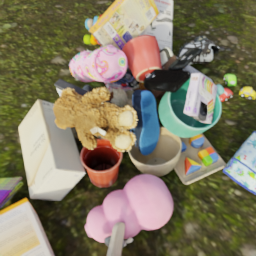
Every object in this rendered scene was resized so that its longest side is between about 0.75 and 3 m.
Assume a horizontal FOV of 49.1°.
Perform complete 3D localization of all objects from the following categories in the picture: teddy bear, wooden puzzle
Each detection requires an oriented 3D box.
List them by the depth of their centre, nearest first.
[{"bbox_3d":[-0.885,-0.273,8.062,2.667,1.934,0.890,2,27,33],"label":"teddy bear"},{"bbox_3d":[2.244,0.884,9.786,1.733,0.433,1.871,-21,53,-16],"label":"wooden puzzle"}]

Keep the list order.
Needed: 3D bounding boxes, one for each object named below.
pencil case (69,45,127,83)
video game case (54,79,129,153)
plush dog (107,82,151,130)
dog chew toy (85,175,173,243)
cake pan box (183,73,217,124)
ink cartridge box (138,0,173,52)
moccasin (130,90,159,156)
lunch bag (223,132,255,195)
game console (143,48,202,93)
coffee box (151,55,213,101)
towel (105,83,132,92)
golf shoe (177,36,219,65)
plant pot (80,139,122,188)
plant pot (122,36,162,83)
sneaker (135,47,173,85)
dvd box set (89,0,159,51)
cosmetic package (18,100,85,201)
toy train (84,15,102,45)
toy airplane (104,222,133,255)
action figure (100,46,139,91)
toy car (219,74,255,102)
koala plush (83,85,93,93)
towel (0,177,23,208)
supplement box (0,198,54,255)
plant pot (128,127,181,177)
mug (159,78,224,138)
[{"bbox_3d":[-1.095,-2.089,9.373,1.199,1.199,2.743,-25,20,-20],"label":"pencil case"},{"bbox_3d":[-1.120,-0.342,9.569,2.609,2.357,0.333,26,63,20],"label":"video game case"},{"bbox_3d":[0.099,-0.754,10.436,1.866,2.325,1.997,47,70,-5],"label":"plush dog"},{"bbox_3d":[-0.019,2.353,7.908,2.496,1.554,1.554,-23,53,-10],"label":"dog chew toy"},{"bbox_3d":[2.065,-0.790,7.931,0.317,1.115,1.211,5,78,46],"label":"cake pan box"},{"bbox_3d":[0.922,-3.867,10.492,1.402,1.910,0.792,-5,9,-37],"label":"ink cartridge box"},{"bbox_3d":[0.536,-0.199,9.086,0.894,2.223,0.758,-15,29,-30],"label":"moccasin"},{"bbox_3d":[4.353,1.287,9.031,1.858,1.184,1.580,40,60,18],"label":"lunch bag"},{"bbox_3d":[1.542,-1.831,8.595,2.252,0.271,1.328,-43,37,-25],"label":"game console"},{"bbox_3d":[2.053,-1.451,10.221,2.388,1.350,0.953,17,43,-40],"label":"coffee box"},{"bbox_3d":[-0.309,-1.878,11.973,1.284,0.263,1.755,-5,38,-20],"label":"towel"},{"bbox_3d":[3.263,-3.451,13.120,1.274,1.048,2.696,34,59,26],"label":"golf shoe"},{"bbox_3d":[-0.817,1.222,8.980,1.272,1.237,1.272,0,49,0],"label":"plant pot"},{"bbox_3d":[0.535,-2.227,9.369,1.280,1.280,1.132,-12,72,-10],"label":"plant pot"},{"bbox_3d":[0.922,-2.115,10.111,0.798,1.821,0.689,-15,63,-38],"label":"sneaker"},{"bbox_3d":[-0.067,-3.414,8.976,2.198,1.608,0.323,-46,63,5],"label":"dvd box set"},{"bbox_3d":[-2.579,0.670,9.107,1.084,1.536,2.967,19,33,-42],"label":"cosmetic package"},{"bbox_3d":[-1.246,-3.316,10.650,1.067,0.781,1.844,9,87,31],"label":"toy train"},{"bbox_3d":[-0.410,3.649,6.703,2.029,1.432,2.020,-33,98,-36],"label":"toy airplane"},{"bbox_3d":[-0.206,-2.494,10.516,1.418,2.622,2.710,-40,26,-9],"label":"action figure"},{"bbox_3d":[4.567,-1.850,12.166,1.728,0.385,1.626,-3,50,-3],"label":"toy car"},{"bbox_3d":[-1.912,-0.973,11.087,1.146,1.053,1.016,-7,35,33],"label":"koala plush"},{"bbox_3d":[-4.277,2.320,7.936,1.741,0.276,2.425,-9,29,25],"label":"towel"},{"bbox_3d":[-2.855,3.405,7.278,1.643,0.959,2.607,-25,53,-19],"label":"supplement box"},{"bbox_3d":[0.902,0.955,9.200,1.694,1.137,1.694,-6,42,5],"label":"plant pot"},{"bbox_3d":[1.994,-0.538,8.825,2.057,1.272,1.690,4,71,-14],"label":"mug"}]
